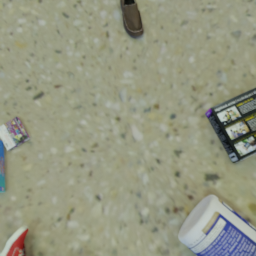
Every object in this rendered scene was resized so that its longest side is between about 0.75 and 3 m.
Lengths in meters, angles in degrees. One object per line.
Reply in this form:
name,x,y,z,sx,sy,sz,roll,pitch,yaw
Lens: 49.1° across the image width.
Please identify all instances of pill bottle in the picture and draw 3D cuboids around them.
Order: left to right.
pill bottle,2.832,3.214,7.460,2.638,1.579,1.579,39,79,10

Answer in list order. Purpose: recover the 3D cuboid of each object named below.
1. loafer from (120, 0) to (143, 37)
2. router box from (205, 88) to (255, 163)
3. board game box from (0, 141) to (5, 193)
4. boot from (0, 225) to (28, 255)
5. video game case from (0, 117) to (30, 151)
loafer,0.071,-4.013,9.768,0.664,0.645,1.817,-17,76,-4
router box,4.007,-0.246,8.821,2.480,0.633,1.849,-24,77,-6
board game box,-4.463,1.249,8.587,1.217,0.360,1.600,-7,76,-2
boot,-2.908,3.512,7.768,1.056,0.530,1.465,34,104,11
video game case,-3.672,0.189,8.930,0.772,0.152,0.851,-33,76,-5
